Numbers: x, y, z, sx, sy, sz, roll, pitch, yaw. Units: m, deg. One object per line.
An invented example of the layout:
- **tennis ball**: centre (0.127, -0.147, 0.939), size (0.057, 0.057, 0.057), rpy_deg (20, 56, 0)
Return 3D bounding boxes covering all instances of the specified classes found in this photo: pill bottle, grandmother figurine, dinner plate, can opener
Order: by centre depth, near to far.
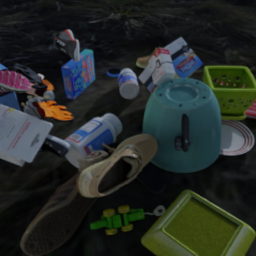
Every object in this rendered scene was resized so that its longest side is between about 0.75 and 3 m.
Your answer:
- **can opener**: centre (1.650, 0.179, 8.188), size (0.479, 1.217, 0.386), rpy_deg (-7, 31, -12)
- **pill bottle**: centre (-1.188, 0.382, 9.941), size (1.202, 1.202, 2.142), rpy_deg (26, 45, 28)
- **dinner plate**: centre (3.634, 0.326, 10.747), size (2.219, 0.269, 2.219), rpy_deg (0, 38, 0)
- **grandmother figurine**: centre (-4.205, -1.706, 13.087), size (1.857, 0.562, 1.126), rpy_deg (22, 71, 21)
- **pill bottle**: centre (-0.013, -2.149, 13.298), size (0.899, 0.899, 1.605), rpy_deg (-4, 39, -5)

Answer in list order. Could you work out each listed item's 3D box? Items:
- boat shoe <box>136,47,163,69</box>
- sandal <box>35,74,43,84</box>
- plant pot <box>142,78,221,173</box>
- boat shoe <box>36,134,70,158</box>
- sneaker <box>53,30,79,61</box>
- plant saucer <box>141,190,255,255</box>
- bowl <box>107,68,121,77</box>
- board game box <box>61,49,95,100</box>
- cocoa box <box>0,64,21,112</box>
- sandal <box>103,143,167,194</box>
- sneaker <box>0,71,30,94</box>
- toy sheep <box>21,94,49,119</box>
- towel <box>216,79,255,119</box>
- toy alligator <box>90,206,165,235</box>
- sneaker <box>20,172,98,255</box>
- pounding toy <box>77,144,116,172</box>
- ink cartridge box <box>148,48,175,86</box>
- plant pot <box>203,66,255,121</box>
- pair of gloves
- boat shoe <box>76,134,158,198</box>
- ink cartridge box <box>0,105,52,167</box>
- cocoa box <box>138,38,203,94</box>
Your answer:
- **boat shoe**: centre (1.817, -3.966, 15.479), size (2.879, 0.956, 1.065), rpy_deg (-14, 41, -16)
- **sandal**: centre (-4.552, -2.549, 14.294), size (0.343, 0.257, 0.896), rpy_deg (-2, 39, -2)
- **plant pot**: centre (1.840, -0.303, 9.700), size (2.886, 2.316, 2.886), rpy_deg (-4, 40, 4)
- **boat shoe**: centre (-2.649, 0.548, 8.893), size (1.660, 0.580, 0.550), rpy_deg (20, 51, 14)
- **sneaker**: centre (-2.613, -3.370, 11.627), size (0.906, 0.852, 2.211), rpy_deg (-9, 39, -22)
- **plant saucer**: centre (1.924, 2.787, 7.478), size (2.335, 0.559, 2.332), rpy_deg (28, 47, 31)
- **bowl**: centre (-0.725, -2.945, 14.866), size (0.795, 0.156, 0.795), rpy_deg (0, 39, 0)
- **board game box**: centre (-2.293, -2.558, 13.258), size (0.470, 1.589, 2.089), rpy_deg (14, 42, 18)
- **cocoa box**: centre (-5.078, -0.737, 9.857), size (1.921, 2.927, 1.952), rpy_deg (-29, 42, -32)
- **sandal**: centre (0.230, 1.157, 9.080), size (2.388, 0.511, 0.908), rpy_deg (30, 63, 17)
- **sneaker**: centre (-3.698, -1.255, 8.188), size (1.594, 0.697, 0.588), rpy_deg (5, 59, -18)
- **toy sheep**: centre (-3.611, -0.762, 10.913), size (0.930, 0.930, 1.349), rpy_deg (32, 66, 33)
- **towel**: centre (4.994, -1.385, 12.827), size (2.005, 0.312, 2.773), rpy_deg (11, 41, 12)
- **toy alligator**: centre (-0.029, 2.491, 7.885), size (2.109, 0.625, 0.572), rpy_deg (-10, -1, -12)
- **sneaker**: centre (-1.846, 2.300, 7.968), size (2.910, 1.025, 1.099), rpy_deg (-42, 23, -32)
- **pounding toy**: centre (-0.962, 0.787, 8.261), size (0.707, 0.710, 1.237), rpy_deg (5, 15, 44)
- **ink cartridge box**: centre (1.186, -2.145, 9.978), size (0.447, 0.778, 1.071), rpy_deg (3, 63, -28)
- **plant pot**: centre (3.924, -1.326, 11.251), size (1.808, 1.649, 1.817), rpy_deg (2, 40, 3)
- **pair of gloves**: centre (-2.729, -1.110, 9.230), size (0.291, 2.097, 2.353), rpy_deg (-40, 76, 11)
- **boat shoe**: centre (-0.020, 1.081, 7.979), size (2.976, 1.061, 0.960), rpy_deg (-34, 19, -36)
- **ink cartridge box**: centre (-3.503, 0.207, 8.274), size (2.370, 0.804, 1.365), rpy_deg (20, 62, 8)
- **cocoa box**: centre (1.762, -2.432, 12.047), size (1.491, 2.235, 1.467), rpy_deg (-37, 87, -28)
